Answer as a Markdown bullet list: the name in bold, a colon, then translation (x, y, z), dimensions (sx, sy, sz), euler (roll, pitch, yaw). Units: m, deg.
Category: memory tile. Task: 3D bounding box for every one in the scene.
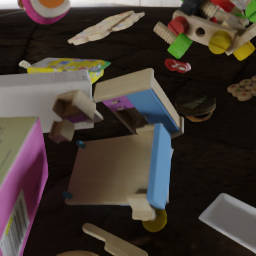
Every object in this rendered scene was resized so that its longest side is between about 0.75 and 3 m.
- **memory tile**: translation (4.323, -1.458, 9.344), dimensions (1.722, 0.145, 1.320), euler (-22, 25, 8)

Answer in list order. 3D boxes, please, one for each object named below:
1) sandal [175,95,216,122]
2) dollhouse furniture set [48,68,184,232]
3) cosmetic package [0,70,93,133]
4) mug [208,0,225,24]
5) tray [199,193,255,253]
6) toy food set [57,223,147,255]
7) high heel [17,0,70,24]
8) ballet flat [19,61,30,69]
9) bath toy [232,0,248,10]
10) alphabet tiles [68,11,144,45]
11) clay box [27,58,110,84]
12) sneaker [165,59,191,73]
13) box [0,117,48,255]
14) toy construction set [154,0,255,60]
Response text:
- **sandal**: translation (1.945, -0.540, 7.919), dimensions (0.992, 0.663, 2.428), euler (11, 15, 18)
- **dollhouse furniture set**: translation (-0.223, 0.673, 5.584), dimensions (2.634, 1.821, 2.790), euler (-11, 54, 28)
- **cosmetic package**: translation (-2.234, -0.667, 7.295), dimensions (2.538, 1.366, 1.077), euler (-4, 28, -11)
- **mug**: translation (2.735, -3.539, 8.864), dimensions (1.360, 1.533, 1.023), euler (-15, 17, -7)
- **tray**: translation (1.962, 1.598, 4.262), dimensions (1.576, 0.175, 0.846), euler (24, 37, 37)
- **toy food set**: translation (-0.700, 2.045, 3.324), dimensions (1.277, 0.371, 1.850), euler (13, 35, 38)
- **high heel**: translation (-2.032, -2.588, 5.955), dimensions (0.979, 1.395, 2.908), euler (25, 34, -38)
- **ballet flat**: translation (-4.673, -2.900, 12.683), dimensions (0.870, 0.278, 0.329), euler (24, 37, 39)
- **bath toy**: translation (2.695, -3.895, 7.142), dimensions (0.881, 1.036, 2.383), euler (-23, 59, 30)
- **alphabet tiles**: translation (-0.647, -2.896, 8.005), dimensions (2.062, 0.154, 2.109), euler (-3, 34, 32)
- **clay box**: translation (-2.212, -2.195, 10.906), dimensions (2.820, 0.671, 1.620), euler (7, 29, 14)
- **sneaker**: translation (2.218, -2.722, 12.301), dimensions (1.152, 0.451, 0.665), euler (36, 35, 31)
- **box**: translation (-2.912, 0.976, 4.154), dimensions (2.831, 1.369, 2.491), euler (-1, 28, -4)
- **toy construction set**: translation (2.234, -2.034, 4.894), dimensions (2.259, 2.452, 2.940), euler (39, 27, -3)
